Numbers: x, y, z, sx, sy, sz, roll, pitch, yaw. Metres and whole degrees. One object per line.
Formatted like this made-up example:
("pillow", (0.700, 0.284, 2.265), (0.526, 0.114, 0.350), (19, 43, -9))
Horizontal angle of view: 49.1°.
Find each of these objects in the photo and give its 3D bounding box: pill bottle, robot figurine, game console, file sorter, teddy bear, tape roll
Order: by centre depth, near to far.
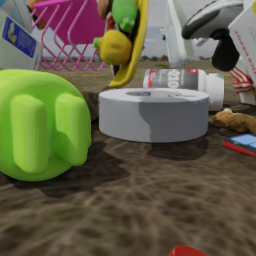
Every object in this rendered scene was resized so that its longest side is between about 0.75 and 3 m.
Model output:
("robot figurine", (-1.819, -0.143, 4.886), (2.578, 1.700, 2.938), (-11, 18, -39))
("game console", (2.708, 0.350, 6.047), (1.047, 0.163, 0.926), (-9, 16, -29))
("teddy bear", (3.060, -0.199, 7.511), (1.125, 0.518, 1.552), (-5, 15, -27))
("tape roll", (0.674, -0.476, 7.651), (2.946, 0.973, 2.946), (-1, 14, 0))
("file sorter", (-1.843, -2.663, 8.377), (2.399, 1.504, 1.667), (9, -24, 35))
("pill bottle", (1.909, -1.297, 9.808), (2.606, 1.484, 1.484), (3, 14, 11))

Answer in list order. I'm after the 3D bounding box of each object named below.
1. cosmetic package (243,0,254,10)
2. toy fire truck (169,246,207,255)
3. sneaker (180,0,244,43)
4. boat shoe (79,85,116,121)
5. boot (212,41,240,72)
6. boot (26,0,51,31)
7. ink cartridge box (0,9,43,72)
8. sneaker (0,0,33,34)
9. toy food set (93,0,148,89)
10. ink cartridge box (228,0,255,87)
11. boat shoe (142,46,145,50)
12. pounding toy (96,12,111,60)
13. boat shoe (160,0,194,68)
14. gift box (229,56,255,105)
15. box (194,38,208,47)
("cosmetic package", (2.741, -2.390, 4.834), (1.389, 1.842, 0.476), (5, -20, 2))
("toy fire truck", (0.627, 1.293, 1.616), (1.001, 0.668, 1.192), (22, 10, -14))
("sneaker", (2.380, -2.076, 5.714), (2.591, 1.027, 0.958), (-8, -2, 0))
("boat shoe", (-1.238, -0.621, 8.709), (2.670, 0.961, 0.902), (-24, -6, -45))
("boot", (3.513, -3.271, 8.366), (1.027, 2.806, 2.112), (25, 60, 12))
("boot", (-2.475, -4.013, 10.067), (0.862, 2.340, 1.811), (32, 71, 35))
("ink cartridge box", (-2.368, -1.588, 5.690), (0.381, 0.973, 2.055), (13, -2, 9))
("sneaker", (-3.337, -2.911, 6.102), (1.724, 2.641, 1.050), (-37, 52, -15))
("toy food set", (-0.225, -1.858, 5.182), (0.836, 1.507, 2.561), (12, 48, -10))
("ink cartridge box", (1.645, -0.939, 2.757), (0.536, 0.924, 1.276), (-25, -1, -4))
("boat shoe", (0.132, -3.000, 10.471), (1.111, 0.378, 0.400), (25, 1, 37))
("pounding toy", (-0.493, -3.280, 9.470), (1.998, 0.914, 1.755), (-43, -4, -6))
("boat shoe", (1.574, -3.365, 9.869), (0.941, 2.643, 0.922), (-20, -20, 36))
("gift box", (5.455, -2.258, 10.877), (2.340, 2.506, 2.312), (-32, 20, -16))
("box", (2.507, -3.280, 9.808), (0.231, 0.768, 0.448), (13, -29, -30))
